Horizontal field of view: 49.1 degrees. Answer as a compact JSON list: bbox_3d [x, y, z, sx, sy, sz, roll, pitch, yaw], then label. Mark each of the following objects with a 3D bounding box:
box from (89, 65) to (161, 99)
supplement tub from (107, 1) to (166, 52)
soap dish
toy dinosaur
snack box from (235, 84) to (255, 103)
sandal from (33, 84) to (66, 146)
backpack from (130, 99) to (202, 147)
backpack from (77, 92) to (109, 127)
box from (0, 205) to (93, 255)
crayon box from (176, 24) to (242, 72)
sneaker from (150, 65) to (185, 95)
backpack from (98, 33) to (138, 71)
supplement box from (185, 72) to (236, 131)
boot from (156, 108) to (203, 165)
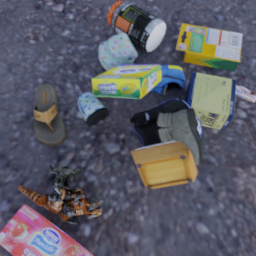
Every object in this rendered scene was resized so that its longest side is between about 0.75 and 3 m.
[{"bbox_3d":[-0.034,-1.660,9.901,1.752,0.722,2.987,5,26,20],"label":"box"},{"bbox_3d":[0.346,-4.701,12.844,2.475,1.516,1.516,38,68,18],"label":"supplement tub"},{"bbox_3d":[1.186,1.229,9.070,1.899,1.494,0.771,-13,33,14],"label":"soap dish"},{"bbox_3d":[-2.184,2.212,9.298,2.722,1.390,1.847,14,80,-23],"label":"toy dinosaur"},{"bbox_3d":[4.752,-1.566,11.924,1.431,0.174,0.514,24,64,12],"label":"snack box"},{"bbox_3d":[-3.186,-0.645,11.070,1.204,0.804,2.947,-9,62,-5],"label":"sandal"},{"bbox_3d":[1.520,0.103,9.954,2.111,1.707,2.216,-36,67,21],"label":"backpack"},{"bbox_3d":[-1.505,-0.833,11.213,1.010,0.952,1.239,-31,48,-10],"label":"backpack"},{"bbox_3d":[-2.395,3.676,8.444,2.685,1.338,1.282,30,66,16],"label":"box"},{"bbox_3d":[3.630,-3.685,12.754,2.797,0.721,1.758,13,62,6],"label":"crayon box"},{"bbox_3d":[0.993,-1.958,11.722,2.807,0.925,1.101,-1,66,-1],"label":"sneaker"},{"bbox_3d":[-0.509,-3.266,12.230,1.577,1.209,1.386,-26,83,-4],"label":"backpack"},{"bbox_3d":[3.186,-1.051,11.082,1.738,1.168,1.739,12,62,6],"label":"supplement box"},{"bbox_3d":[1.517,0.305,8.249,1.165,0.604,1.784,-12,104,18],"label":"boot"}]
